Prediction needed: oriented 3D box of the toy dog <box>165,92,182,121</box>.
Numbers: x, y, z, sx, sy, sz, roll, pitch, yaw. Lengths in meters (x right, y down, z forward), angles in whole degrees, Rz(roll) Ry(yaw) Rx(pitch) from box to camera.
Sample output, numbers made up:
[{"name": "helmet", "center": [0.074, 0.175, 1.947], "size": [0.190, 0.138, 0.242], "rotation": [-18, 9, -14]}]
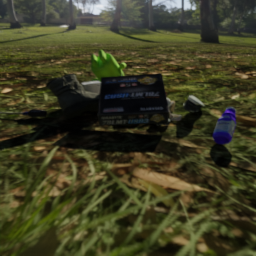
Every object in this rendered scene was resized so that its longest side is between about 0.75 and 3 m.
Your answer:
[{"name": "toy dog", "center": [1.565, -1.000, 12.275], "size": [1.264, 0.923, 1.917], "rotation": [-5, 21, -3]}]

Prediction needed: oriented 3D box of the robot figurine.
[{"name": "robot figurine", "center": [-1.150, -3.183, 15.831], "size": [2.120, 2.417, 1.398], "rotation": [-28, 44, 11]}]

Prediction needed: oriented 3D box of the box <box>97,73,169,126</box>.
[{"name": "box", "center": [0.181, -1.230, 11.622], "size": [2.737, 0.680, 2.717], "rotation": [-3, 41, 2]}]

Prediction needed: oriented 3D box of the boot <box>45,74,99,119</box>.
[{"name": "boot", "center": [-2.041, -1.669, 12.510], "size": [2.897, 1.892, 0.981], "rotation": [-22, -12, -42]}]

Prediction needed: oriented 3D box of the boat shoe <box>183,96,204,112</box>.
[{"name": "boat shoe", "center": [2.927, -1.045, 12.687], "size": [0.758, 0.605, 2.005], "rotation": [43, 18, 21]}]

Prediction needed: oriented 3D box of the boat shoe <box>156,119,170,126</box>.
[{"name": "boat shoe", "center": [1.266, -0.193, 11.182], "size": [0.803, 0.242, 0.304], "rotation": [-1, 19, 1]}]

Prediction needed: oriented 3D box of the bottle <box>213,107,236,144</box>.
[{"name": "bottle", "center": [3.440, -0.110, 9.814], "size": [0.625, 0.489, 1.497], "rotation": [-3, 44, 42]}]

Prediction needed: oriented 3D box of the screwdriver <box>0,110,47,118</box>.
[{"name": "screwdriver", "center": [-4.768, -0.582, 12.178], "size": [2.564, 0.373, 0.358], "rotation": [-3, -7, 8]}]

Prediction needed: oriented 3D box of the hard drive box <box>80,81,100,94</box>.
[{"name": "hard drive box", "center": [-1.734, -1.567, 13.369], "size": [0.930, 1.193, 0.458], "rotation": [-11, 24, -28]}]
